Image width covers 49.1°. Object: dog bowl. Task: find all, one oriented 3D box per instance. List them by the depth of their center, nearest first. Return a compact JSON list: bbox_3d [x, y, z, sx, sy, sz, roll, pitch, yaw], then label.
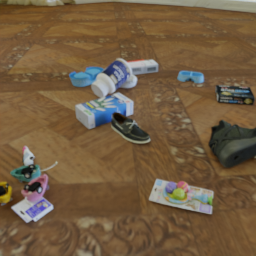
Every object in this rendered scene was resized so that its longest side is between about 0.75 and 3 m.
[{"bbox_3d":[-2.082,-2.612,14.344,1.078,0.479,1.934,27,42,36],"label":"dog bowl"},{"bbox_3d":[3.251,-2.662,14.561,1.347,0.334,0.751,9,34,15],"label":"dog bowl"}]

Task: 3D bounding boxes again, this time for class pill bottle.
[{"bbox_3d":[-0.789,-2.261,12.943,1.053,1.053,1.895,26,60,35],"label":"pill bottle"}]

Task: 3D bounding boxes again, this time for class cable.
[{"bbox_3d":[-0.123,-2.378,14.061,1.125,0.390,1.125,12,34,21],"label":"cable"}]

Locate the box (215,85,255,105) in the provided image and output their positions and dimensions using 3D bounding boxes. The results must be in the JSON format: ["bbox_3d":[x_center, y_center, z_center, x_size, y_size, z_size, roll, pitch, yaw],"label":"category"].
[{"bbox_3d":[4.798,-1.503,12.687,1.542,0.355,1.226,6,33,9],"label":"box"}]

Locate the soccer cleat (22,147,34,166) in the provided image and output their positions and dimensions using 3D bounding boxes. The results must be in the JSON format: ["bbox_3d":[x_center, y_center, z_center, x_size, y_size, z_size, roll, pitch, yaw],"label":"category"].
[{"bbox_3d":[-3.159,0.885,8.871,0.356,0.288,0.825,-9,39,-13],"label":"soccer cleat"}]

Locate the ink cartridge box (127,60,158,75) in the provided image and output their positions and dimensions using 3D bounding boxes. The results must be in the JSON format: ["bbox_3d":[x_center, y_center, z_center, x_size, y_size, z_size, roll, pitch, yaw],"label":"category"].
[{"bbox_3d":[0.491,-3.683,16.034,1.750,0.614,2.153,-11,38,-16],"label":"ink cartridge box"}]

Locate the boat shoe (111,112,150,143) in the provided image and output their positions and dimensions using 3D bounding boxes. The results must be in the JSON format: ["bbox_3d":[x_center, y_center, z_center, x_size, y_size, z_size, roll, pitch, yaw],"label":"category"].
[{"bbox_3d":[0.038,-0.002,10.082,0.666,0.627,1.855,-24,41,-36],"label":"boat shoe"}]

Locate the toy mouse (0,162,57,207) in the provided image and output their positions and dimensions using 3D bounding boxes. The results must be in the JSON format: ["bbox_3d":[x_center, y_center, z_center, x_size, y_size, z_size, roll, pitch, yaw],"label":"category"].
[{"bbox_3d":[-2.717,1.529,7.688,2.132,0.413,1.895,17,36,43],"label":"toy mouse"}]

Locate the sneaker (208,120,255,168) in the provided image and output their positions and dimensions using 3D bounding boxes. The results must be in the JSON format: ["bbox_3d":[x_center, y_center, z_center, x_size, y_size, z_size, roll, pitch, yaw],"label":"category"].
[{"bbox_3d":[3.822,0.245,9.263,2.736,1.046,1.567,-17,42,-16],"label":"sneaker"}]

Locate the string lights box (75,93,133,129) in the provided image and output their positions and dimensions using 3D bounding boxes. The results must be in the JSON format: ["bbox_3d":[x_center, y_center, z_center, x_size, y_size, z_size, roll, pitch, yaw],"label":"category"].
[{"bbox_3d":[-0.935,-0.713,11.186,2.067,0.610,1.062,-21,38,-30],"label":"string lights box"}]

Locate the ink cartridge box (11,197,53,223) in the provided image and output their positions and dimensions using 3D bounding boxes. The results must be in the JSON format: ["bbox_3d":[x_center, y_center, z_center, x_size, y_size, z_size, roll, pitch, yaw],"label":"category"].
[{"bbox_3d":[-2.466,2.066,7.198,0.753,0.165,0.760,25,38,34],"label":"ink cartridge box"}]

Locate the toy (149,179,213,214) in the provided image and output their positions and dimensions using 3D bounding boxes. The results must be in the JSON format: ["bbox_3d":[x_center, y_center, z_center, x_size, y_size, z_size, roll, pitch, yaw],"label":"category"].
[{"bbox_3d":[1.459,1.715,7.516,1.610,0.380,0.927,12,29,14],"label":"toy"}]
